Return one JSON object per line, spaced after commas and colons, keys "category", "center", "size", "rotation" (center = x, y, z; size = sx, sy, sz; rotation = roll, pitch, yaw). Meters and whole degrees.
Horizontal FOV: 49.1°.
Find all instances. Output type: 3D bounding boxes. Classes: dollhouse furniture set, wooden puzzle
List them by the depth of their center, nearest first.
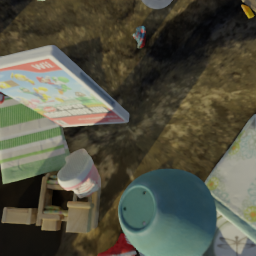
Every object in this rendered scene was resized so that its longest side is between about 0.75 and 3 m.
{"category": "dollhouse furniture set", "center": [-2.070, 1.773, 7.122], "size": [2.519, 2.227, 1.400], "rotation": [3, 74, 0]}
{"category": "wooden puzzle", "center": [4.561, -4.494, 9.940], "size": [1.354, 0.158, 0.914], "rotation": [-34, 82, -9]}

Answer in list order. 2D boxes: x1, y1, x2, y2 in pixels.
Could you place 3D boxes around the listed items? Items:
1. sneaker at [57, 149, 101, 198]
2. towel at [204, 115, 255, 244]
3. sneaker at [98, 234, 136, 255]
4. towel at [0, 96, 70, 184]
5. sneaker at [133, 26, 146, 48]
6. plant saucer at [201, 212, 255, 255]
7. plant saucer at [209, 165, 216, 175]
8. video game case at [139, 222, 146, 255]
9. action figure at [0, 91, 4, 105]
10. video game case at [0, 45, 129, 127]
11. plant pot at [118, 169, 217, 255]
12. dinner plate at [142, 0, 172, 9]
{"category": "sneaker", "center": [-0.952, 1.122, 6.004], "size": [0.718, 1.908, 0.997], "rotation": [-23, 100, -4]}
{"category": "towel", "center": [3.052, 1.164, 5.719], "size": [0.695, 2.887, 2.471], "rotation": [38, 90, -32]}
{"category": "sneaker", "center": [-0.331, 3.263, 7.717], "size": [1.062, 0.416, 0.613], "rotation": [-2, 66, -13]}
{"category": "towel", "center": [-2.961, 0.141, 8.586], "size": [2.051, 0.314, 2.689], "rotation": [-13, 76, -3]}
{"category": "sneaker", "center": [0.368, -3.051, 9.488], "size": [0.410, 0.340, 0.859], "rotation": [3, 68, 15]}
{"category": "plant saucer", "center": [2.902, 3.175, 7.360], "size": [2.619, 0.657, 2.619], "rotation": [0, 91, -2]}
{"category": "plant saucer", "center": [3.377, 1.857, 8.074], "size": [2.178, 0.375, 2.178], "rotation": [0, 75, -1]}
{"category": "video game case", "center": [1.019, 3.268, 7.773], "size": [1.456, 0.176, 1.598], "rotation": [-22, 76, -6]}
{"category": "action figure", "center": [-3.727, -1.883, 6.810], "size": [0.741, 0.938, 2.866], "rotation": [-23, 114, -24]}
{"category": "video game case", "center": [-1.433, -0.655, 5.857], "size": [1.982, 2.772, 0.242], "rotation": [-3, 68, 26]}
{"category": "plant pot", "center": [0.539, 1.571, 5.243], "size": [1.831, 1.233, 1.831], "rotation": [-18, 60, 35]}
{"category": "dinner plate", "center": [0.870, -4.160, 8.131], "size": [1.299, 0.158, 1.299], "rotation": [-6, 108, -19]}
